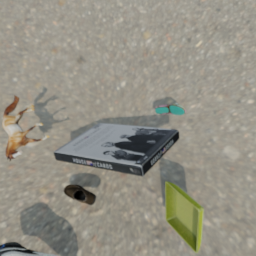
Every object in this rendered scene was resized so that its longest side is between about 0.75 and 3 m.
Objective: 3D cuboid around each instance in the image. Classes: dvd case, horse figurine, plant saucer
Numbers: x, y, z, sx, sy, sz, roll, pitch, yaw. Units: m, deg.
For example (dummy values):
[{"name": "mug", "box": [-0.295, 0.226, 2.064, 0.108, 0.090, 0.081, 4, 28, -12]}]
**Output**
[{"name": "dvd case", "box": [-0.277, 0.418, 6.866, 2.513, 0.311, 1.889, 4, 25, 34]}, {"name": "horse figurine", "box": [-2.612, -0.027, 6.737, 1.034, 0.389, 1.560, -29, 67, -10]}, {"name": "plant saucer", "box": [1.333, 2.004, 6.513, 0.299, 1.248, 1.249, -15, 26, -23]}]

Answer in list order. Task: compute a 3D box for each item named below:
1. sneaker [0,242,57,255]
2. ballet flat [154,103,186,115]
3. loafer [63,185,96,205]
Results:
[{"name": "sneaker", "box": [-2.261, 3.086, 6.566, 1.833, 1.025, 0.670, 34, 72, -34]}, {"name": "ballet flat", "box": [1.200, -0.541, 7.798, 0.964, 0.333, 0.343, 1, 30, 38]}, {"name": "loafer", "box": [-1.308, 1.683, 7.245, 1.061, 0.379, 0.387, 8, 73, 34]}]
